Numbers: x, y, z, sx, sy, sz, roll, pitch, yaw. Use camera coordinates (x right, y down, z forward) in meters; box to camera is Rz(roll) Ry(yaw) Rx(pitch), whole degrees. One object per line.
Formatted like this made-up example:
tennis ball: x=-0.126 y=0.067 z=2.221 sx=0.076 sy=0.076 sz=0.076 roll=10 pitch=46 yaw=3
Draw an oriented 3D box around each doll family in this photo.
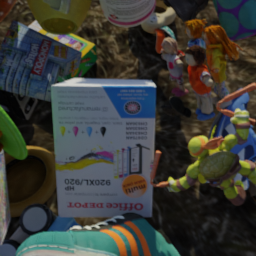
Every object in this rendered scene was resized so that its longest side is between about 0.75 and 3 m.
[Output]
doll family: x=1.521 y=-1.380 z=5.818 sx=1.166 sy=1.606 sz=2.588 roll=-17 pitch=24 yaw=-2

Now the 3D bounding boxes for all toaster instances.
toaster: x=-3.444 y=-1.052 z=7.920 sx=1.530 sy=1.383 sz=0.908 roll=17 pitch=58 yaw=9

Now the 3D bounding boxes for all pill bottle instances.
pill bottle: x=-0.116 y=-3.584 z=6.208 sx=1.428 sy=2.519 sz=1.428 roll=-2 pitch=73 yaw=6

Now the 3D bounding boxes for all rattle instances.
rattle: x=1.057 y=-4.266 z=9.519 sx=1.849 sy=2.029 sz=2.840 roll=10 pitch=51 yaw=-18

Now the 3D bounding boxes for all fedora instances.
fedora: x=-2.527 y=1.349 z=6.845 sx=1.835 sy=0.748 sz=1.835 roll=1 pitch=57 yaw=-2

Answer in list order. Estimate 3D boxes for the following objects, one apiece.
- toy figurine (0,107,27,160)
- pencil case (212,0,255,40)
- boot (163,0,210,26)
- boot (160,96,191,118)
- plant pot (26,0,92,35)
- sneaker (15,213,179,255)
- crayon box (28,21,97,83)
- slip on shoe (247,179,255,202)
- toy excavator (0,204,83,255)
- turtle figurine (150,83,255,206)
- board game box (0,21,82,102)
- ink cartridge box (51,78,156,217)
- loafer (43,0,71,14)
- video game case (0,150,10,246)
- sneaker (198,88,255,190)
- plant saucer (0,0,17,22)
toy figurine: x=-2.789 y=0.229 z=3.772 sx=2.024 sy=1.519 sz=1.863 roll=45 pitch=58 yaw=2
pencil case: x=2.504 y=-3.461 z=6.614 sx=1.203 sy=2.604 sz=1.108 roll=-23 pitch=18 yaw=10
boot: x=1.859 y=-4.302 z=7.805 sx=2.229 sy=0.886 sz=2.560 roll=-34 pitch=58 yaw=24
boot: x=0.982 y=-0.445 z=6.315 sx=0.683 sy=0.785 sz=0.272 roll=11 pitch=68 yaw=53
plant pot: x=-1.666 y=-2.994 z=6.738 sx=1.736 sy=1.736 sz=1.232 roll=-2 pitch=83 yaw=-1
sneaker: x=-0.279 y=1.773 z=3.976 sx=1.026 sy=2.874 sz=1.148 roll=-44 pitch=40 yaw=17
crayon box: x=-2.418 y=-2.483 z=9.120 sx=2.442 sy=0.711 sz=1.450 roll=29 pitch=64 yaw=16
slip on shoe: x=3.144 y=1.628 z=6.960 sx=0.231 sy=0.290 sz=0.763 roll=-23 pitch=69 yaw=-20
toy excavator: x=-1.096 y=2.552 z=6.002 sx=2.597 sy=1.297 sz=2.525 roll=35 pitch=67 yaw=5
turtle figurine: x=1.445 y=0.482 z=4.068 sx=2.032 sy=1.639 sz=0.654 roll=-49 pitch=28 yaw=16
board game box: x=-2.141 y=-1.603 z=6.884 sx=1.843 sy=0.569 sz=1.844 roll=12 pitch=55 yaw=-13
ink cartridge box: x=-0.371 y=0.273 z=5.201 sx=1.654 sy=1.625 sz=2.247 roll=1 pitch=104 yaw=1
loafer: x=-1.365 y=-2.396 z=5.153 sx=0.374 sy=0.414 sz=1.094 roll=-4 pitch=34 yaw=-34
video game case: x=-2.316 y=1.089 z=4.993 sx=0.144 sy=1.145 sz=1.599 roll=-5 pitch=96 yaw=-15
sneaker: x=2.782 y=0.296 z=7.335 sx=1.212 sy=1.090 sz=2.947 roll=22 pitch=67 yaw=7
plant saucer: x=-3.421 y=-2.889 z=6.227 sx=0.416 sy=2.575 sz=2.575 roll=43 pitch=66 yaw=-6
